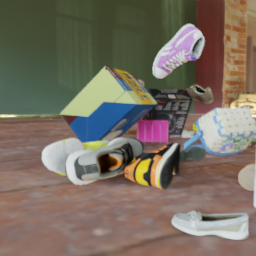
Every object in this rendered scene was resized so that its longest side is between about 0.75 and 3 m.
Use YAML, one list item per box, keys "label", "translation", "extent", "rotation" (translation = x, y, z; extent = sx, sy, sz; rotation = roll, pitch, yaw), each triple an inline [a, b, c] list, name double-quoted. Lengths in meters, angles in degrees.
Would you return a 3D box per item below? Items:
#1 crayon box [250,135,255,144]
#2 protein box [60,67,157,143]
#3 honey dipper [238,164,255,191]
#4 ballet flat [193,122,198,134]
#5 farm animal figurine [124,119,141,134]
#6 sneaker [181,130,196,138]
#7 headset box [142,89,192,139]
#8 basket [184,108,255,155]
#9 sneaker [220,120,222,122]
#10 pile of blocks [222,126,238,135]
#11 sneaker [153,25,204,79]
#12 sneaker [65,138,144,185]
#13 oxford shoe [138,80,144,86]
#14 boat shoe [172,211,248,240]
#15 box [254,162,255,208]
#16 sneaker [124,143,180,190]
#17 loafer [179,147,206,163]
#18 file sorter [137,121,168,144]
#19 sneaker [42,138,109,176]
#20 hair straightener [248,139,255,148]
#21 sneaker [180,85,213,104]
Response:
- label: "crayon box"
  translation: [5.768, 0.393, 11.886]
  extent: [1.006, 0.632, 0.259]
  rotation: [1, 5, 12]
- label: "protein box"
  translation: [-0.679, -0.772, 11.327]
  extent: [2.665, 1.811, 2.684]
  rotation: [-42, -10, 19]
- label: "honey dipper"
  translation: [3.049, 0.977, 6.489]
  extent: [0.473, 0.473, 2.491]
  rotation: [3, 3, 33]
- label: "ballet flat"
  translation: [3.683, 0.164, 14.209]
  extent: [0.692, 0.694, 2.071]
  rotation: [12, 7, 1]
- label: "farm animal figurine"
  translation: [-0.681, -0.314, 16.082]
  extent: [2.911, 1.518, 2.879]
  rotation: [-5, -7, -37]
- label: "sneaker"
  translation: [3.085, 0.328, 14.263]
  extent: [1.051, 0.392, 0.458]
  rotation: [-2, 10, -18]
- label: "headset box"
  translation: [1.730, -0.520, 13.355]
  extent: [1.910, 2.570, 0.964]
  rotation: [-1, 37, -12]
- label: "basket"
  translation: [3.172, 0.250, 9.736]
  extent: [1.923, 1.517, 2.181]
  rotation: [-4, -22, -16]
- label: "sneaker"
  translation: [5.509, 0.144, 14.987]
  extent: [2.595, 0.914, 0.980]
  rotation: [6, -13, 42]
- label: "pile of blocks"
  translation: [5.045, 0.261, 14.100]
  extent: [2.432, 0.998, 0.756]
  rotation: [18, -27, 45]
- label: "sneaker"
  translation: [1.561, -2.207, 8.793]
  extent: [0.718, 1.980, 1.129]
  rotation: [18, 33, -33]
- label: "sneaker"
  translation: [-0.281, 0.729, 6.353]
  extent: [0.920, 0.858, 2.321]
  rotation: [-10, 4, 38]
- label: "oxford shoe"
  translation: [-0.097, -2.285, 14.646]
  extent: [1.969, 0.702, 0.718]
  rotation: [-10, -29, -11]
- label: "boat shoe"
  translation: [1.083, 1.250, 3.757]
  extent: [0.982, 0.315, 0.362]
  rotation: [2, 5, 22]
- label: "box"
  translation: [3.322, 0.057, 5.099]
  extent: [1.347, 2.458, 2.786]
  rotation: [4, 5, 38]
- label: "sneaker"
  translation: [0.619, 0.777, 6.548]
  extent: [0.996, 0.774, 2.213]
  rotation: [5, 8, 19]
- label: "loafer"
  translation: [1.799, 0.803, 8.544]
  extent: [1.203, 0.432, 0.378]
  rotation: [-5, 0, -26]
- label: "file sorter"
  translation: [1.077, 0.203, 12.365]
  extent: [1.389, 0.965, 0.871]
  rotation: [0, 8, 5]
- label: "sneaker"
  translation: [-1.383, 0.777, 7.127]
  extent: [1.219, 0.879, 2.320]
  rotation: [-11, -11, 38]
- label: "hair straightener"
  translation: [5.889, 0.643, 10.739]
  extent: [2.403, 0.492, 0.925]
  rotation: [-3, 3, 20]
- label: "sneaker"
  translation: [3.270, -1.853, 14.099]
  extent: [2.235, 0.844, 0.787]
  rotation: [19, 46, 41]
